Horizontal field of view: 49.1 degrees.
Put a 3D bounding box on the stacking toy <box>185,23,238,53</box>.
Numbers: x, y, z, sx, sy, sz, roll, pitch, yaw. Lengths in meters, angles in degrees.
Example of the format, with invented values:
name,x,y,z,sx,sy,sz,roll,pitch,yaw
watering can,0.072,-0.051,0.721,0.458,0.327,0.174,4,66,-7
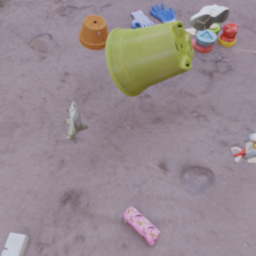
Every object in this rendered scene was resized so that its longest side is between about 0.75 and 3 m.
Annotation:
name,x,y,z,sx,sy,sz,roll,pitch,yaw
stacking toy,4.109,-4.855,13.942,2.306,0.974,2.087,-19,56,-14

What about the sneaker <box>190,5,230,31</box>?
name,x,y,z,sx,sy,sz,roll,pitch,yaw
sneaker,2.676,-3.808,9.623,1.730,0.608,0.693,-25,53,-27

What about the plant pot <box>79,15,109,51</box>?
name,x,y,z,sx,sy,sz,roll,pitch,yaw
plant pot,-1.275,-3.702,10.690,1.214,0.849,1.214,4,58,-6

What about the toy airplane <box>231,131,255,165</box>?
name,x,y,z,sx,sy,sz,roll,pitch,yaw
toy airplane,3.625,0.575,8.162,1.220,0.865,1.226,-23,22,-16

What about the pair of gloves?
name,x,y,z,sx,sy,sz,roll,pitch,yaw
pair of gloves,1.386,-5.912,15.138,2.780,0.317,2.235,-18,56,-14

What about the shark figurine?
name,x,y,z,sx,sy,sz,roll,pitch,yaw
shark figurine,-1.573,0.046,8.499,0.650,1.557,0.930,-5,56,-30

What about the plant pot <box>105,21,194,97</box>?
name,x,y,z,sx,sy,sz,roll,pitch,yaw
plant pot,0.833,-2.330,8.964,2.149,2.337,2.337,-8,47,34

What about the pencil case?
name,x,y,z,sx,sy,sz,roll,pitch,yaw
pencil case,0.396,2.965,8.474,1.246,0.516,0.539,36,64,22

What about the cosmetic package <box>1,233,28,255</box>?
name,x,y,z,sx,sy,sz,roll,pitch,yaw
cosmetic package,-3.325,3.614,8.087,0.509,0.371,1.001,6,53,5
